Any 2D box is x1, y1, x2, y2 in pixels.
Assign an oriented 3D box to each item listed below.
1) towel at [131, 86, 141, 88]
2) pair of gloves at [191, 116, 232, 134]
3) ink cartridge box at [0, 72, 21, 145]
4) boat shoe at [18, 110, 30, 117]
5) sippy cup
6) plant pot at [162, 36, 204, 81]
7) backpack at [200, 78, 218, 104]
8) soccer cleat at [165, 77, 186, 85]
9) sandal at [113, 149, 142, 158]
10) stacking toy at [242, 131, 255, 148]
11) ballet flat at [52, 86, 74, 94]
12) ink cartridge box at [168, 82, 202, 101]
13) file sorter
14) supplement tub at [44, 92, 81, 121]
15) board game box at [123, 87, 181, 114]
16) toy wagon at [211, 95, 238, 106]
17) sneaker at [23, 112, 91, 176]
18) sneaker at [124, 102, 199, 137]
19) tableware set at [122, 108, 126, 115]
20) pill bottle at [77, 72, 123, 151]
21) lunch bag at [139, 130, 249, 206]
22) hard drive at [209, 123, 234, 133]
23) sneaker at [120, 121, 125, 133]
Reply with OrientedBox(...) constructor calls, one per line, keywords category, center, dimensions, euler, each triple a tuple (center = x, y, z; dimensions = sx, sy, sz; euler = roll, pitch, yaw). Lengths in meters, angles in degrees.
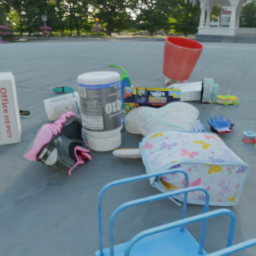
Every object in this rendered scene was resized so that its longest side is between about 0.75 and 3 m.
OrientedBox(category="towel", center=(-0.360, -1.900, 14.199), dimensions=(2.562, 0.291, 1.845), euler=(12, 22, 23))
OrientedBox(category="pair of gloves", center=(2.608, -0.061, 9.229), dimensions=(1.554, 0.177, 1.249), euler=(-7, 23, 8))
OrientedBox(category="ink cartridge box", center=(-4.680, -0.486, 8.152), dimensions=(2.744, 2.000, 1.136), euler=(-8, 23, -19))
OrientedBox(category="boat shoe", center=(-4.132, -0.580, 10.825), dimensions=(0.791, 0.238, 0.282), euler=(6, 22, 15))
OrientedBox(category="sippy cup", center=(-0.700, -1.387, 10.379), dimensions=(1.225, 1.313, 1.672), euler=(14, 62, 22))
OrientedBox(category="plant pot", center=(2.795, -3.717, 15.200), dimensions=(2.150, 1.902, 2.150), euler=(9, 32, -6))
OrientedBox(category="backpack", center=(3.325, -1.535, 11.524), dimensions=(0.753, 1.000, 0.887), euler=(-1, 25, 17))
OrientedBox(category="soccer cleat", center=(2.728, -2.739, 15.995), dimensions=(1.203, 0.512, 0.413), euler=(-2, 22, -3))
OrientedBox(category="sandal", center=(0.641, 0.459, 7.268), dimensions=(2.081, 0.596, 0.797), euler=(0, -11, 3))
OrientedBox(category="stacking toy", center=(3.961, 0.283, 8.439), dimensions=(0.781, 0.364, 0.863), euler=(-10, 24, -24))
OrientedBox(category="ballet flat", center=(-3.232, -1.900, 14.094), dimensions=(1.084, 0.390, 0.390), euler=(3, 21, 4))
OrientedBox(category="ink cartridge box", center=(2.795, -1.762, 13.531), dimensions=(1.941, 0.487, 2.236), euler=(-2, 18, 26))
OrientedBox(category="file sorter", center=(0.651, 1.687, 3.403), dimensions=(1.599, 1.414, 2.305), euler=(-8, 22, -20))
OrientedBox(category="supplement tub", center=(-2.368, -0.784, 10.306), dimensions=(1.245, 0.821, 0.821), euler=(-15, 24, -10))
OrientedBox(category="board game box", center=(0.788, -0.688, 9.250), dimensions=(1.697, 0.582, 2.053), euler=(3, -14, 6))
OrientedBox(category="toy wagon", center=(4.242, -1.242, 12.517), dimensions=(1.240, 0.245, 0.962), euler=(-2, 21, -5))
OrientedBox(category="sneaker", center=(-1.571, 0.451, 7.454), dimensions=(1.384, 1.147, 2.902), euler=(32, 15, -3))
OrientedBox(category="sneaker", center=(0.732, -0.027, 8.156), dimensions=(0.944, 1.076, 2.684), euler=(34, -26, -33))
OrientedBox(category="tableware set", center=(-0.578, -0.856, 11.376), dimensions=(1.570, 0.358, 2.331), euler=(14, 26, 33))
OrientedBox(category="pill bottle", center=(-0.730, -0.458, 7.719), dimensions=(1.144, 2.011, 1.144), euler=(-3, 21, 1))
OrientedBox(category="lunch bag", center=(1.235, 0.803, 6.006), dimensions=(1.897, 1.206, 1.609), euler=(7, 21, -12))
OrientedBox(category="hard drive", center=(3.171, -0.014, 9.450), dimensions=(0.579, 0.182, 0.859), euler=(17, 27, 37))
OrientedBox(category="sneaker", center=(-0.685, -0.409, 8.815), dimensions=(0.568, 1.508, 0.598), euler=(-30, -9, -22))
